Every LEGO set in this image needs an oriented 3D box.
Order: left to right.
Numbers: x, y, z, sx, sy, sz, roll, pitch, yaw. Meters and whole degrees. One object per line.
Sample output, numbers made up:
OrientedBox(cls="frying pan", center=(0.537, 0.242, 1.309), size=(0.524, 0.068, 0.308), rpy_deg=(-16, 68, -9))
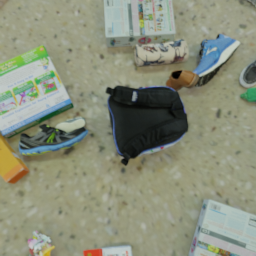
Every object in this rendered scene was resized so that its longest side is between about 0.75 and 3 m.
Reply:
OrientedBox(cls="LEGO set", center=(-3.408, 4.511, 9.621), size=(0.946, 1.169, 2.542), rpy_deg=(38, 107, 25))

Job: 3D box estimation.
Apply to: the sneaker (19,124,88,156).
OrientedBox(cls="sneaker", center=(-2.872, 0.333, 10.675), size=(2.677, 0.949, 1.109), rpy_deg=(-11, 83, 0))

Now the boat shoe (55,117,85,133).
OrientedBox(cls="boat shoe", center=(-2.268, -0.130, 11.113), size=(1.241, 0.383, 0.452), rpy_deg=(-15, 114, 11))

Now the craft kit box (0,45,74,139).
OrientedBox(cls="craft kit box", center=(-4.141, -1.497, 11.342), size=(2.947, 0.715, 2.911), rpy_deg=(-26, 79, -7))

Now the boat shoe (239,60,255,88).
OrientedBox(cls="boat shoe", center=(5.550, -2.587, 11.558), size=(2.274, 0.753, 0.795), rpy_deg=(-38, 79, -10))

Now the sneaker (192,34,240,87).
OrientedBox(cls="sneaker", center=(3.278, -2.825, 11.496), size=(1.269, 1.118, 2.847), rpy_deg=(40, 69, 13))

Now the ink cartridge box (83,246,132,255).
OrientedBox(cls="ink cartridge box", center=(-0.687, 4.915, 9.744), size=(1.737, 0.435, 1.409), rpy_deg=(-5, 75, -4))

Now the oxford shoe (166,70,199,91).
OrientedBox(cls="oxford shoe", center=(1.841, -1.868, 10.541), size=(0.756, 2.121, 0.756), rpy_deg=(26, 84, -14))

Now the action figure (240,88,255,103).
OrientedBox(cls="action figure", center=(5.476, -1.292, 11.363), size=(1.780, 0.487, 1.051), rpy_deg=(3, 76, 8))

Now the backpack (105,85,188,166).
OrientedBox(cls="backpack", center=(0.739, -0.232, 10.235), size=(2.668, 2.158, 2.801), rpy_deg=(-11, 86, 3))

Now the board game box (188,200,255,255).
OrientedBox(cls="board game box", center=(3.320, 4.231, 9.665), size=(2.142, 0.933, 2.903), rpy_deg=(19, 75, 5))

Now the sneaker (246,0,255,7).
OrientedBox(cls="sneaker", center=(5.726, -6.104, 12.142), size=(2.494, 1.440, 0.936), rpy_deg=(44, 79, 10))

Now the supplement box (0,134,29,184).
OrientedBox(cls="supplement box", center=(-4.854, 0.932, 10.607), size=(0.814, 0.842, 2.447), rpy_deg=(-40, 80, -10))

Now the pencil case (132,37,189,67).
OrientedBox(cls="pencil case", center=(1.320, -3.138, 11.644), size=(2.250, 0.875, 1.006), rpy_deg=(-7, 70, -2))

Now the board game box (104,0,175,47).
OrientedBox(cls="board game box", center=(0.457, -4.654, 12.033), size=(2.894, 0.930, 2.135), rpy_deg=(-3, 76, 0))
